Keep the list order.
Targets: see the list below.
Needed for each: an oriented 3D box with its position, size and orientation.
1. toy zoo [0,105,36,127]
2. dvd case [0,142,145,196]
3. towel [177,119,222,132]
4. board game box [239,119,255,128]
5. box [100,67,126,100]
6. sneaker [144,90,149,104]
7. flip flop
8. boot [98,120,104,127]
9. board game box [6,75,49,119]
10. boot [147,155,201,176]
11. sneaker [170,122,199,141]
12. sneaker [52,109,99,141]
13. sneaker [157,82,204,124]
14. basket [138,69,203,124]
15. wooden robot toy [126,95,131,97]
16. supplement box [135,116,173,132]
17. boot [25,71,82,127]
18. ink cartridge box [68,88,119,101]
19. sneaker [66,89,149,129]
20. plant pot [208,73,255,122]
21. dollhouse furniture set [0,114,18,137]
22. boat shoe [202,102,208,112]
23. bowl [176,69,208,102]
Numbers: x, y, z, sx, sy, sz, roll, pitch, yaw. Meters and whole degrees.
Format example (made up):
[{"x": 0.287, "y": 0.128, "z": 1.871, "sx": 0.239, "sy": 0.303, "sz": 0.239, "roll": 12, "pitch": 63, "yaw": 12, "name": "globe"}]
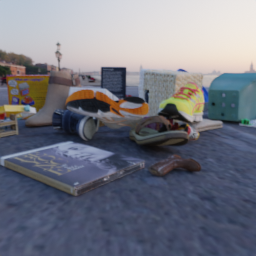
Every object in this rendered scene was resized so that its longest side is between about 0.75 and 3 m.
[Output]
[{"x": -4.294, "y": -0.428, "z": 9.831, "sx": 2.149, "sy": 0.220, "sz": 1.410, "roll": -17, "pitch": -7, "yaw": 24, "name": "toy zoo"}, {"x": -1.275, "y": 0.748, "z": 6.194, "sx": 2.664, "sy": 0.213, "sz": 1.981, "roll": 8, "pitch": 14, "yaw": 39, "name": "dvd case"}, {"x": 2.656, "y": -0.126, "z": 10.576, "sx": 1.670, "sy": 0.288, "sz": 1.107, "roll": -8, "pitch": 13, "yaw": -37, "name": "towel"}, {"x": 5.822, "y": -0.214, "z": 11.119, "sx": 2.004, "sy": 0.259, "sz": 2.003, "roll": -9, "pitch": 15, "yaw": -41, "name": "board game box"}, {"x": -0.742, "y": -1.908, "z": 14.302, "sx": 1.265, "sy": 2.362, "sz": 1.753, "roll": 1, "pitch": 10, "yaw": -2, "name": "box"}, {"x": 1.594, "y": -1.401, "z": 13.511, "sx": 2.555, "sy": 1.662, "sz": 1.020, "roll": -5, "pitch": 12, "yaw": -28, "name": "sneaker"}, {"x": 0.721, "y": 0.049, "z": 7.837, "sx": 1.134, "sy": 0.805, "sz": 2.795, "roll": 3, "pitch": 3, "yaw": -14, "name": "flip flop"}, {"x": -1.697, "y": -0.316, "z": 11.079, "sx": 1.432, "sy": 0.528, "sz": 1.108, "roll": 6, "pitch": -7, "yaw": -36, "name": "boot"}, {"x": -4.380, "y": -1.513, "z": 13.342, "sx": 1.958, "sy": 1.956, "sz": 1.956, "roll": 0, "pitch": 11, "yaw": -1, "name": "board game box"}, {"x": 0.930, "y": 0.825, "z": 5.702, "sx": 0.868, "sy": 0.279, "sz": 0.809, "roll": -14, "pitch": 18, "yaw": -41, "name": "boot"}, {"x": 1.701, "y": 0.181, "z": 8.714, "sx": 0.567, "sy": 0.537, "sz": 1.379, "roll": 25, "pitch": 0, "yaw": -16, "name": "sneaker"}, {"x": -1.800, "y": -0.125, "z": 8.910, "sx": 1.495, "sy": 0.787, "sz": 2.069, "roll": 9, "pitch": 5, "yaw": 1, "name": "sneaker"}, {"x": 1.835, "y": -0.892, "z": 9.256, "sx": 1.141, "sy": 1.318, "sz": 2.919, "roll": 17, "pitch": 10, "yaw": 23, "name": "sneaker"}, {"x": 1.753, "y": -1.295, "z": 11.634, "sx": 1.802, "sy": 2.221, "sz": 2.241, "roll": 13, "pitch": 17, "yaw": 42, "name": "basket"}, {"x": -0.230, "y": -1.452, "z": 16.456, "sx": 1.903, "sy": 0.838, "sz": 0.863, "roll": 3, "pitch": 22, "yaw": 17, "name": "wooden robot toy"}, {"x": 0.871, "y": -0.086, "z": 9.456, "sx": 1.094, "sy": 0.565, "sz": 0.716, "roll": 7, "pitch": 5, "yaw": 33, "name": "supplement box"}, {"x": -3.044, "y": -1.281, "z": 11.638, "sx": 1.031, "sy": 2.147, "sz": 2.936, "roll": 7, "pitch": 13, "yaw": 31, "name": "boot"}, {"x": -1.349, "y": -0.977, "z": 11.750, "sx": 1.579, "sy": 0.920, "sz": 2.182, "roll": 4, "pitch": -6, "yaw": 14, "name": "ink cartridge box"}, {"x": -0.668, "y": -0.396, "z": 8.462, "sx": 2.444, "sy": 1.124, "sz": 0.925, "roll": 9, "pitch": 51, "yaw": -13, "name": "sneaker"}, {"x": 4.712, "y": -1.279, "z": 12.538, "sx": 2.027, "sy": 2.028, "sz": 2.869, "roll": 8, "pitch": 20, "yaw": 36, "name": "plant pot"}, {"x": -4.318, "y": -0.114, "z": 9.415, "sx": 0.990, "sy": 0.694, "sz": 0.698, "roll": 8, "pitch": 13, "yaw": 36, "name": "dollhouse furniture set"}, {"x": 3.454, "y": -0.903, "z": 13.502, "sx": 1.005, "sy": 0.370, "sz": 0.336, "roll": -29, "pitch": -14, "yaw": 4, "name": "boat shoe"}, {"x": 3.763, "y": -2.271, "z": 16.531, "sx": 0.562, "sy": 2.865, "sz": 2.865, "roll": -45, "pitch": -16, "yaw": 31, "name": "bowl"}]
